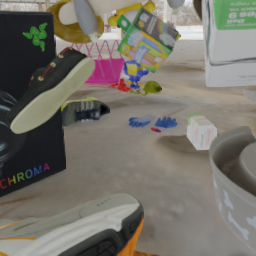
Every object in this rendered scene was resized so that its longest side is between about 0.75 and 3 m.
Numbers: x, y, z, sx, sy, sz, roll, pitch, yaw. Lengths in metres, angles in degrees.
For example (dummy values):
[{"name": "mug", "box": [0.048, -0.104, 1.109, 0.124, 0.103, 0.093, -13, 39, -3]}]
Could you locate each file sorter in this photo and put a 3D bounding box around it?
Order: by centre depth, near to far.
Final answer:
[{"name": "file sorter", "box": [-1.396, -2.859, 11.846, 2.070, 1.298, 1.438, 2, 52, 16]}]

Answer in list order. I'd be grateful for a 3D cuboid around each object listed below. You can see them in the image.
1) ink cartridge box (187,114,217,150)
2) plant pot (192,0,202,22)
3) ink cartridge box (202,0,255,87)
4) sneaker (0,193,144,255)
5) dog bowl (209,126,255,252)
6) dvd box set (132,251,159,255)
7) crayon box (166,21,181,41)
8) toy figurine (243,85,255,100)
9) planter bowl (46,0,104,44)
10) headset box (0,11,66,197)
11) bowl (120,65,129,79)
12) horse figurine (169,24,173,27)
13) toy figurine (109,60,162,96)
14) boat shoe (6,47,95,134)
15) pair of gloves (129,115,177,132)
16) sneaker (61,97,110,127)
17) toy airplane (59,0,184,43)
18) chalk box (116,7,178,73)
[{"name": "ink cartridge box", "box": [1.554, 0.104, 5.984, 0.324, 0.563, 0.961, -2, 20, -5]}, {"name": "plant pot", "box": [2.650, -3.162, 7.094, 1.373, 1.582, 1.582, -38, 20, 8]}, {"name": "ink cartridge box", "box": [1.194, -1.333, 2.852, 0.769, 1.335, 1.829, -1, -13, 12]}, {"name": "sneaker", "box": [-1.177, 1.038, 2.207, 2.793, 1.057, 1.285, -20, 43, -29]}, {"name": "dog bowl", "box": [2.542, 0.821, 3.693, 2.929, 0.859, 2.929, 0, 20, 0]}, {"name": "dvd box set", "box": [-0.187, 1.545, 2.737, 1.199, 0.176, 0.877, 5, 21, 13]}, {"name": "crayon box", "box": [1.210, -3.091, 9.777, 1.088, 0.691, 0.276, -39, 4, 11]}, {"name": "toy figurine", "box": [5.169, -1.425, 8.606, 2.519, 1.780, 2.559, 3, 19, -9]}, {"name": "planter bowl", "box": [-1.766, -3.817, 9.514, 1.989, 0.828, 1.989, 3, -22, 1]}, {"name": "headset box", "box": [-2.379, -0.432, 4.187, 1.320, 2.845, 2.477, 19, 27, 41]}, {"name": "bowl", "box": [-0.027, -2.692, 13.281, 1.203, 0.540, 1.203, 6, 27, -3]}, {"name": "horse figurine", "box": [0.778, -2.825, 8.411, 1.027, 0.387, 1.550, 1, 32, 19]}, {"name": "toy figurine", "box": [0.242, -2.127, 10.802, 1.170, 1.328, 2.217, -18, 26, -38]}, {"name": "boat shoe", "box": [-0.981, -0.479, 3.429, 0.417, 0.487, 1.330, 35, 66, 11]}, {"name": "pair of gloves", "box": [0.625, -0.161, 7.303, 1.209, 0.138, 0.972, 14, 24, 30]}, {"name": "sneaker", "box": [-1.130, -0.434, 7.383, 0.695, 0.635, 1.718, 15, 27, 28]}, {"name": "toy airplane", "box": [0.009, -2.855, 6.247, 2.441, 2.451, 1.730, 12, 51, -34]}, {"name": "chalk box", "box": [0.260, -1.668, 5.169, 1.085, 0.671, 0.675, 30, 51, -11]}]
